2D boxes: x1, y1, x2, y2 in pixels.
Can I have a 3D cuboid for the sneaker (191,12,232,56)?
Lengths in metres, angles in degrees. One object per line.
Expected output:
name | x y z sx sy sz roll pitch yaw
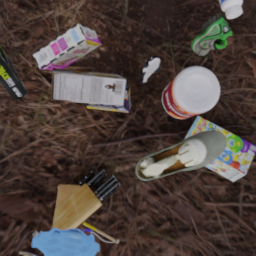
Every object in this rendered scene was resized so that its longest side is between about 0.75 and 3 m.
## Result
sneaker | 2.623 -2.742 8.944 0.786 2.015 0.858 -33 84 -4

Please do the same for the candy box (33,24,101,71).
candy box | -1.753 -2.285 8.193 1.673 1.141 0.510 -27 90 19

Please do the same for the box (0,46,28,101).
box | -4.174 -2.348 8.585 0.574 2.332 2.414 -33 56 -8

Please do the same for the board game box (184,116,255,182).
board game box | 3.106 0.752 9.946 2.252 1.181 1.160 29 70 10

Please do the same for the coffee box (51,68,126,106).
coffee box | -1.067 -1.078 7.313 1.799 1.029 0.717 3 105 -15

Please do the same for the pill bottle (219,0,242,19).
pill bottle | 2.794 -3.567 7.691 0.575 0.575 1.024 -13 82 -5

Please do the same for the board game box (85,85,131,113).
board game box | -0.704 -1.019 9.364 1.549 1.280 0.439 7 70 5

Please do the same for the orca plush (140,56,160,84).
orca plush | 0.678 -1.912 8.940 0.581 1.105 0.393 -5 55 -13

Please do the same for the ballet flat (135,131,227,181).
ballet flat | 1.257 0.795 7.008 2.454 0.782 0.827 -25 88 28

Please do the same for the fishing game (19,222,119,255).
fishing game | -1.536 2.832 6.894 2.348 1.681 0.365 -35 34 26

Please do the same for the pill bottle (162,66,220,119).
pill bottle | 1.771 -0.956 8.578 1.304 2.309 1.304 0 86 -4

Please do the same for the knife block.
knife block | -1.342 2.582 9.414 2.067 0.753 2.354 3 67 3
